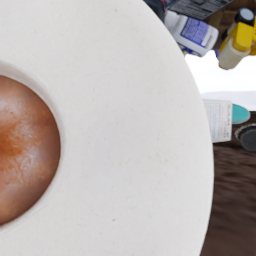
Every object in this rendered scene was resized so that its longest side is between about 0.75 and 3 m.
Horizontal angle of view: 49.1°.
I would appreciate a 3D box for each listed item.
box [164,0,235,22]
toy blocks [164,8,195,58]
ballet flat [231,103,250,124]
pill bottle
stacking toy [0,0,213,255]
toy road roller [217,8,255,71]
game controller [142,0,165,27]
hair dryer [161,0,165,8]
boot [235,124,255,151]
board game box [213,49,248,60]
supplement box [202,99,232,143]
[{"bbox_3d":[1.627,-3.074,6.157,1.227,0.756,1.217,0,-8,-35],"label":"box"},{"bbox_3d":[1.002,-3.006,10.106,2.202,2.444,2.616,29,-17,29],"label":"toy blocks"},{"bbox_3d":[4.173,-0.629,13.474,2.996,1.036,1.066,0,-15,9],"label":"ballet flat"},{"bbox_3d":[1.721,-2.811,8.299,1.588,0.951,0.951,25,1,-8],"label":"pill bottle"},{"bbox_3d":[-0.594,0.229,1.419,1.346,1.346,1.843,-1,-14,-16],"label":"stacking toy"},{"bbox_3d":[3.415,-2.398,8.013,1.290,1.767,1.086,22,-26,-1],"label":"toy road roller"},{"bbox_3d":[-0.324,-2.176,6.526,2.531,1.320,0.533,-16,41,-8],"label":"game controller"},{"bbox_3d":[0.767,-3.546,7.827,0.385,1.080,1.419,33,17,-30],"label":"hair dryer"},{"bbox_3d":[2.659,0.160,5.121,1.321,0.483,0.995,-5,4,10],"label":"boot"},{"bbox_3d":[3.720,-2.607,9.644,1.304,0.292,0.877,-19,-21,27],"label":"board game box"},{"bbox_3d":[0.837,-0.171,6.059,2.589,0.952,1.632,-3,6,-41],"label":"supplement box"}]
